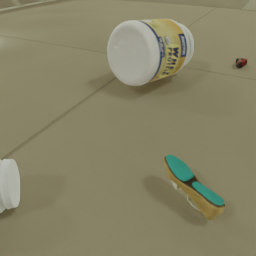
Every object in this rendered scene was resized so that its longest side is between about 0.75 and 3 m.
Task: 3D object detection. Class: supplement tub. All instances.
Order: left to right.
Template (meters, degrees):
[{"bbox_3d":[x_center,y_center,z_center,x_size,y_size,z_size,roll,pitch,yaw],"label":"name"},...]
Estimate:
[{"bbox_3d":[-2.859,1.115,5.151,1.480,1.073,1.073,-6,34,-9],"label":"supplement tub"},{"bbox_3d":[0.878,-2.706,9.752,2.032,2.032,2.814,25,33,32],"label":"supplement tub"}]

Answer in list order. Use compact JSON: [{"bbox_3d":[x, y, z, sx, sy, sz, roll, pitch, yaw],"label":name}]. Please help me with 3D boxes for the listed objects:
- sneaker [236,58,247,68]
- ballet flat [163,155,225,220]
[{"bbox_3d":[4.603,-2.695,11.599,0.411,0.297,0.841,26,39,33],"label":"sneaker"},{"bbox_3d":[1.141,1.132,5.358,0.521,0.478,1.517,-7,38,-37],"label":"ballet flat"}]
